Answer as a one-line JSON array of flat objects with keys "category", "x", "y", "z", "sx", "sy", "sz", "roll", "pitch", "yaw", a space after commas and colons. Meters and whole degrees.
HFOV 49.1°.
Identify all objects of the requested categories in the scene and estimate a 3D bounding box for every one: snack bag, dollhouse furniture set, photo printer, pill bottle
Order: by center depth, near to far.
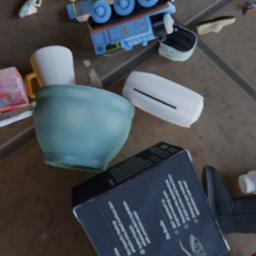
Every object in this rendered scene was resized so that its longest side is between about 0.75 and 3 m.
[{"category": "snack bag", "x": -3.725, "y": -0.184, "z": 7.581, "sx": 2.638, "sy": 2.487, "sz": 0.282, "roll": -21, "pitch": 104, "yaw": -8}, {"category": "photo printer", "x": 1.021, "y": -0.831, "z": 7.707, "sx": 2.072, "sy": 2.490, "sz": 0.865, "roll": 26, "pitch": 105, "yaw": 12}, {"category": "pill bottle", "x": 3.735, "y": 1.477, "z": 7.756, "sx": 1.167, "sy": 0.655, "sz": 0.655, "roll": -9, "pitch": 69, "yaw": -3}, {"category": "dollhouse furniture set", "x": -1.118, "y": -1.114, "z": 8.274, "sx": 0.774, "sy": 1.352, "sz": 1.585, "roll": -30, "pitch": 108, "yaw": 0}]

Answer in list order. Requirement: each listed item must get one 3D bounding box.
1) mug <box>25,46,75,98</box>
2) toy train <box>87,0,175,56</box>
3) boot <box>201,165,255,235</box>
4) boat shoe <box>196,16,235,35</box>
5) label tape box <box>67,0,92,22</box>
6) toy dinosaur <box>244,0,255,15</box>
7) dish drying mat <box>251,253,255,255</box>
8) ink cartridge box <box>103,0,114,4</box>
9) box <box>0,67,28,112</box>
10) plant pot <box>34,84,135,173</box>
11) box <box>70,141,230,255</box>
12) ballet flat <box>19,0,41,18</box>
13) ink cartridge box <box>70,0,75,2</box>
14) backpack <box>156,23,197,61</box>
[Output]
[{"category": "mug", "x": -2.337, "y": -1.551, "z": 8.816, "sx": 1.293, "sy": 1.615, "sz": 1.326, "roll": -7, "pitch": 75, "yaw": -40}, {"category": "toy train", "x": 0.104, "y": -3.276, "z": 8.640, "sx": 2.838, "sy": 1.230, "sz": 1.621, "roll": -11, "pitch": 103, "yaw": 20}, {"category": "boot", "x": 3.218, "y": 1.886, "z": 7.522, "sx": 2.265, "sy": 0.743, "sz": 1.867, "roll": -4, "pitch": 79, "yaw": 3}, {"category": "boat shoe", "x": 3.032, "y": -3.536, "z": 9.678, "sx": 1.261, "sy": 0.410, "sz": 0.455, "roll": -9, "pitch": 37, "yaw": 18}, {"category": "label tape box", "x": -1.699, "y": -4.224, "z": 10.174, "sx": 0.924, "sy": 0.306, "sz": 0.662, "roll": -16, "pitch": 69, "yaw": -2}, {"category": "toy dinosaur", "x": 4.687, "y": -4.501, "z": 10.357, "sx": 0.738, "sy": 0.427, "sz": 0.813, "roll": 9, "pitch": 109, "yaw": -12}, {"category": "dish drying mat", "x": 2.347, "y": 3.696, "z": 6.746, "sx": 1.944, "sy": 0.747, "sz": 0.177, "roll": -26, "pitch": 43, "yaw": -11}, {"category": "ink cartridge box", "x": 0.010, "y": -4.738, "z": 10.065, "sx": 1.488, "sy": 0.855, "sz": 2.540, "roll": -36, "pitch": 73, "yaw": -13}, {"category": "box", "x": -4.185, "y": -1.058, "z": 8.575, "sx": 1.896, "sy": 0.973, "sz": 0.898, "roll": -14, "pitch": 69, "yaw": -5}, {"category": "plant pot", "x": -1.233, "y": 0.193, "z": 7.315, "sx": 2.636, "sy": 2.636, "sz": 1.766, "roll": 7, "pitch": 77, "yaw": 3}, {"category": "box", "x": 0.431, "y": 2.081, "z": 6.490, "sx": 2.660, "sy": 1.562, "sz": 2.616, "roll": -26, "pitch": 100, "yaw": -10}, {"category": "ballet flat", "x": -3.497, "y": -4.495, "z": 10.221, "sx": 0.470, "sy": 0.470, "sz": 1.307, "roll": 19, "pitch": 71, "yaw": 7}, {"category": "ink cartridge box", "x": -2.715, "y": -6.075, "z": 10.233, "sx": 2.348, "sy": 1.509, "sz": 1.471, "roll": 28, "pitch": 71, "yaw": 10}, {"category": "backpack", "x": 1.610, "y": -2.790, "z": 9.277, "sx": 1.205, "sy": 0.907, "sz": 1.070, "roll": 23, "pitch": 68, "yaw": 11}]
